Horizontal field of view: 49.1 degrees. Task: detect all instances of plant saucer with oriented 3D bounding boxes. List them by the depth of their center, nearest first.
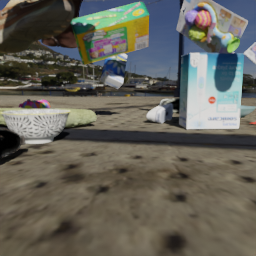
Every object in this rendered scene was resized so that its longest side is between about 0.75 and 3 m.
[{"bbox_3d":[3.709,-0.617,10.646,2.092,0.403,2.092,-1,7,0],"label":"plant saucer"}]

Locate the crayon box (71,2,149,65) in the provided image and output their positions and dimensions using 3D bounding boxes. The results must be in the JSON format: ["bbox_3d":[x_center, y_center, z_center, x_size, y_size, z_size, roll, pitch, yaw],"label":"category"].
[{"bbox_3d":[-0.457,-2.638,7.894,2.047,0.596,1.216,-17,-26,-7],"label":"crayon box"}]

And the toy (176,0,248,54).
[{"bbox_3d":[2.423,-3.277,9.088,0.624,1.522,2.643,-21,52,-30],"label":"toy"}]

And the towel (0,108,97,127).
[{"bbox_3d":[-2.415,-0.290,7.831,2.700,0.493,2.003,4,8,36],"label":"towel"}]

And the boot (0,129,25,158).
[{"bbox_3d":[-2.459,0.184,3.408,1.754,0.697,2.014,1,5,9],"label":"boot"}]

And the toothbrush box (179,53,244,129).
[{"bbox_3d":[2.135,-0.956,7.364,1.403,1.916,0.817,1,10,-4],"label":"toothbrush box"}]

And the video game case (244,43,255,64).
[{"bbox_3d":[4.863,-2.738,9.313,0.144,1.596,1.143,25,29,-47],"label":"video game case"}]

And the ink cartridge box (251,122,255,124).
[{"bbox_3d":[4.326,-0.229,8.302,0.861,0.302,1.059,-6,14,-36],"label":"ink cartridge box"}]

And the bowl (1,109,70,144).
[{"bbox_3d":[-1.752,-0.028,5.397,1.267,0.595,1.267,1,7,0],"label":"bowl"}]

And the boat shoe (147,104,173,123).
[{"bbox_3d":[1.054,-0.504,9.066,0.525,0.591,1.607,7,9,23],"label":"boat shoe"}]

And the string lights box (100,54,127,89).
[{"bbox_3d":[-0.488,-2.083,9.754,0.694,1.350,0.398,21,-35,-21],"label":"string lights box"}]

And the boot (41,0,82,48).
[{"bbox_3d":[-1.717,-3.540,8.430,2.854,2.374,1.033,9,52,15],"label":"boot"}]

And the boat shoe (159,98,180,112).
[{"bbox_3d":[2.578,-1.028,12.580,2.286,0.808,0.728,-9,9,-10],"label":"boat shoe"}]

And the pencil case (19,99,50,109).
[{"bbox_3d":[-3.775,-0.848,11.449,0.669,0.669,1.514,1,5,9],"label":"pencil case"}]

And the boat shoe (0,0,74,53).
[{"bbox_3d":[-2.465,-2.650,6.697,2.898,1.040,1.097,-8,0,35],"label":"boat shoe"}]
